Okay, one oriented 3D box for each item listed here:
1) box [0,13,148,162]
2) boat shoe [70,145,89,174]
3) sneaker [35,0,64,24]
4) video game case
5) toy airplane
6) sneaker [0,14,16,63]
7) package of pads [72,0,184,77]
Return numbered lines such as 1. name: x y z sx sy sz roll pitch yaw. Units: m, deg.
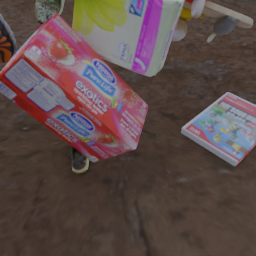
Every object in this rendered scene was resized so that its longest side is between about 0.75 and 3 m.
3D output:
1. box: -0.920 -0.572 5.096 1.222 2.451 1.170 -21 38 42
2. boat shoe: -1.261 0.504 7.415 0.542 0.480 1.480 -6 44 -7
3. sneaker: -2.054 -3.784 7.428 0.787 2.047 0.907 25 15 -2
4. video game case: 3.030 -0.097 8.237 2.502 0.218 1.789 -34 53 -30
5. toy airplane: 1.559 -3.177 7.305 2.763 1.958 2.775 -16 46 -45
6. sneaker: -3.127 -1.839 5.588 0.962 2.480 1.389 19 66 4
7. package of pads: -0.094 -1.817 4.921 1.805 1.394 0.615 25 38 12
